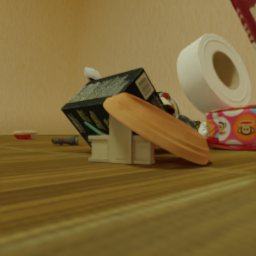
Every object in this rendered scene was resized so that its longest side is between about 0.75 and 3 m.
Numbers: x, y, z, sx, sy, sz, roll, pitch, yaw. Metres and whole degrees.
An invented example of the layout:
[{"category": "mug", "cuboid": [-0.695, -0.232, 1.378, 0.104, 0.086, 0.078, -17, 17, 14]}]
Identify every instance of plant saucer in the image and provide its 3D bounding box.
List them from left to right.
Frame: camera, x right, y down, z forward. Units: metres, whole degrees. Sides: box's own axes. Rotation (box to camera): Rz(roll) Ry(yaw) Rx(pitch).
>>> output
[{"category": "plant saucer", "cuboid": [0.446, -0.058, 3.962, 1.658, 0.310, 1.658, 29, 10, -6]}]

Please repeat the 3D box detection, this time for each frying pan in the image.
[{"category": "frying pan", "cuboid": [1.431, 0.011, 6.188, 1.248, 0.755, 0.203, 8, -45, -38]}]

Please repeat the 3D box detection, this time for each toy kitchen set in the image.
[{"category": "toy kitchen set", "cuboid": [0.020, 0.101, 4.231, 0.960, 0.783, 0.866, 0, -1, 25]}]

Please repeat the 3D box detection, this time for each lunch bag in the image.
[{"category": "lunch bag", "cuboid": [3.381, 0.002, 6.928, 2.532, 1.037, 2.230, -1, -2, 40]}]

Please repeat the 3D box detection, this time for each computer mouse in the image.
[{"category": "computer mouse", "cuboid": [-0.899, -1.363, 8.977, 0.345, 0.861, 1.571, -21, -36, 12]}]

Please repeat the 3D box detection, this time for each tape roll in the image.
[{"category": "tape roll", "cuboid": [2.488, -1.474, 8.007, 2.306, 2.306, 0.806, 1, -18, -38]}]

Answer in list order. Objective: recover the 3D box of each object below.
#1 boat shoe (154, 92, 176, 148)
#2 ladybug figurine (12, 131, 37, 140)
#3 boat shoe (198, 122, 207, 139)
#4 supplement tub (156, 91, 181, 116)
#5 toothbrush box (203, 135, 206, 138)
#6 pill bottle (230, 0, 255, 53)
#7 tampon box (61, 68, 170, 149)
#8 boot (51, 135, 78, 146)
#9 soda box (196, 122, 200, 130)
[{"category": "boat shoe", "cuboid": [0.791, -0.299, 6.970, 0.789, 0.898, 2.522, -18, 20, 28]}, {"category": "ladybug figurine", "cuboid": [-5.680, 0.398, 15.418, 1.304, 0.469, 0.885, 0, -1, -6]}, {"category": "boat shoe", "cuboid": [2.717, 0.170, 9.598, 0.873, 0.776, 2.374, 0, -1, 11]}, {"category": "supplement tub", "cuboid": [0.415, -0.378, 9.032, 1.843, 1.843, 2.535, 0, -1, 34]}, {"category": "toothbrush box", "cuboid": [1.515, 0.343, 7.003, 0.629, 0.367, 0.860, 0, -1, -2]}, {"category": "pill bottle", "cuboid": [1.533, -0.895, 1.997, 1.300, 2.277, 1.300, -27, 1, 1]}, {"category": "tampon box", "cuboid": [-0.263, -0.290, 5.645, 1.662, 1.245, 1.049, -1, 41, 47]}, {"category": "boot", "cuboid": [-1.990, 0.393, 8.814, 0.809, 0.322, 0.929, 1, 1, -13]}, {"category": "soda box", "cuboid": [2.191, 0.123, 14.420, 2.924, 0.990, 0.936, 0, -1, 18]}]
